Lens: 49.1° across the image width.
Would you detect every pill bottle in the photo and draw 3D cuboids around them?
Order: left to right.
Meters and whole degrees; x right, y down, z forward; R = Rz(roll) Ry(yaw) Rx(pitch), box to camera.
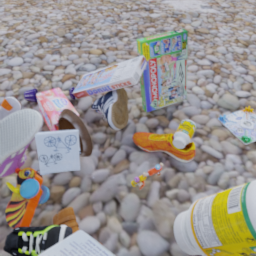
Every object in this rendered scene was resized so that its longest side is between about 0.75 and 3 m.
[{"bbox_3d":[1.676,0.197,8.434,0.502,0.502,0.890,20,50,21],"label":"pill bottle"},{"bbox_3d":[1.986,1.922,5.575,1.271,2.254,1.271,18,55,-28],"label":"pill bottle"}]

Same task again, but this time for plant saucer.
[{"bbox_3d":[-1.625,0.207,8.241,1.583,1.583,0.254,33,47,31],"label":"plant saucer"}]

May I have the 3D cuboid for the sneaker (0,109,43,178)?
[{"bbox_3d":[-2.900,0.443,7.226,2.369,1.351,0.858,-41,77,9],"label":"sneaker"}]

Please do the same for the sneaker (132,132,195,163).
[{"bbox_3d":[1.143,0.424,8.959,2.086,0.805,0.761,13,45,16],"label":"sneaker"}]

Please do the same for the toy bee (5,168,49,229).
[{"bbox_3d":[-2.567,1.547,7.286,1.117,1.345,2.054,14,44,25],"label":"toy bee"}]

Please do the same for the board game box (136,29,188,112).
[{"bbox_3d":[1.283,-2.011,10.117,1.791,2.661,0.387,-19,36,-16],"label":"board game box"}]

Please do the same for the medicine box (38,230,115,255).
[{"bbox_3d":[-1.314,3.236,3.460,1.489,2.635,2.893,27,16,23],"label":"medicine box"}]

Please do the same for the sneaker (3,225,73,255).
[{"bbox_3d":[-1.948,2.444,5.657,1.022,2.468,0.885,17,61,-29],"label":"sneaker"}]

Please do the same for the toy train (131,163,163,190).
[{"bbox_3d":[0.508,1.311,7.302,0.832,1.108,0.308,-25,75,-20],"label":"toy train"}]

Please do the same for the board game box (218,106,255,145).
[{"bbox_3d":[4.274,-0.148,10.035,1.497,0.194,1.497,-17,45,-18],"label":"board game box"}]

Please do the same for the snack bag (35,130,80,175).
[{"bbox_3d":[-1.594,0.572,6.499,0.979,1.039,0.111,-5,15,-10],"label":"snack bag"}]

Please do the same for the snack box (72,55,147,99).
[{"bbox_3d":[-0.721,-1.705,9.715,2.926,0.356,1.052,-7,48,41],"label":"snack box"}]

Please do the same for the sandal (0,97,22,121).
[{"bbox_3d":[-4.052,-0.678,9.682,1.672,0.641,0.479,-25,13,44],"label":"sandal"}]

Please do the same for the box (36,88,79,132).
[{"bbox_3d":[-2.434,-0.465,9.802,0.902,0.978,1.906,-22,46,-23],"label":"box"}]

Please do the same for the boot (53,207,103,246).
[{"bbox_3d":[-1.193,2.409,6.309,0.630,1.643,1.275,24,44,-38],"label":"boot"}]

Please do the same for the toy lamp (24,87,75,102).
[{"bbox_3d":[-3.093,-1.324,11.089,1.947,0.567,0.567,-5,42,-7],"label":"toy lamp"}]

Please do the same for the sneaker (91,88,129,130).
[{"bbox_3d":[-0.663,-0.503,9.434,1.209,0.781,2.229,-30,32,25],"label":"sneaker"}]
